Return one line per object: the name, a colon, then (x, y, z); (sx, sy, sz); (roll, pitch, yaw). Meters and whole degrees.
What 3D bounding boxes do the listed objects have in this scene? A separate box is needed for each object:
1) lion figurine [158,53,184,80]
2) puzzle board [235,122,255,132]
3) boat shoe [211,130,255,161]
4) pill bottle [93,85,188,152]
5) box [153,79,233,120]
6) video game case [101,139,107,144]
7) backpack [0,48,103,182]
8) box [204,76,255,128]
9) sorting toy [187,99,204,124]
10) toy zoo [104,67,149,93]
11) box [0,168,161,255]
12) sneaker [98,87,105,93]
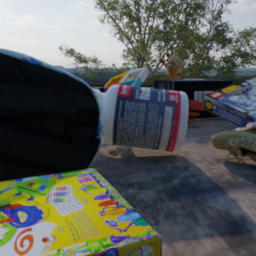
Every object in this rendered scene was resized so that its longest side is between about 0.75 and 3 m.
lion figurine: (2.354, -2.816, 14.664); (0.978, 2.699, 1.653); (-35, 57, -6)
puzzle board: (3.065, 0.072, 5.707); (1.681, 0.194, 2.231); (2, -7, 8)
boat shoe: (2.122, 0.346, 4.873); (0.555, 0.475, 1.515); (25, -16, -38)
pill bottle: (0.065, -0.216, 5.446); (1.992, 1.191, 1.191); (6, 11, 1)
box: (2.348, -1.143, 10.628); (2.281, 1.413, 2.242); (-2, 10, -12)
video game case: (-0.480, 0.222, 6.867); (1.259, 0.110, 0.900); (-5, 12, -25)
backpack: (-1.610, -0.119, 3.941); (2.541, 2.073, 1.954); (5, -3, -4)
box: (3.526, -0.775, 7.590); (2.421, 0.483, 1.657); (-21, 34, -22)
sorting toy: (1.377, -0.529, 8.673); (2.050, 0.841, 1.232); (8, 10, -12)
toy zoo: (-0.314, -1.722, 11.757); (1.957, 0.305, 2.982); (-11, 31, 33)
box: (-0.586, 0.855, 1.847); (1.162, 0.736, 1.206); (-5, 13, -23)
sneaker: (-1.206, -1.248, 10.814); (0.407, 0.424, 1.082); (23, 42, 4)
